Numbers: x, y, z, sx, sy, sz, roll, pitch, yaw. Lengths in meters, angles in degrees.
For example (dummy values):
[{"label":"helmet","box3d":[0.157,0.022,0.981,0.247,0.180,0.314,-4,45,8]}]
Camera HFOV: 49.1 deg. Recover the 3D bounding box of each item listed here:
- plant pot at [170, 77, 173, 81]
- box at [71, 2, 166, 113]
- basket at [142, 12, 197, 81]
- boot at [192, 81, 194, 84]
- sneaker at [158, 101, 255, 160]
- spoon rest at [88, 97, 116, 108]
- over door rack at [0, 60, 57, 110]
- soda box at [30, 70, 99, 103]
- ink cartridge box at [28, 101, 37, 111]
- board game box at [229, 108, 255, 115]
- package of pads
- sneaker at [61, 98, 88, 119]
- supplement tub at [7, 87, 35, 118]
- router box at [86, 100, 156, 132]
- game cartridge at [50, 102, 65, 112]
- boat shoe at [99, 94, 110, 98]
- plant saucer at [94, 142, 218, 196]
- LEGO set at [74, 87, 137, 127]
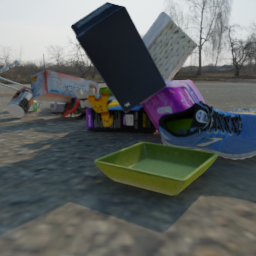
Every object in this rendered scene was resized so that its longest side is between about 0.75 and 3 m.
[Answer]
[{"label":"plant pot","box3d":[0.345,-2.455,11.913,2.709,2.709,1.825,-2,29,-11]},{"label":"box","box3d":[-0.227,-1.450,5.543,1.021,1.657,1.644,-32,30,3]},{"label":"basket","box3d":[0.746,-1.780,7.527,1.236,2.003,1.358,37,4,-1]},{"label":"boot","box3d":[2.148,-0.943,9.181,1.674,1.198,0.589,10,15,40]},{"label":"sneaker","box3d":[1.356,0.029,4.491,1.905,0.748,0.849,-3,-27,25]},{"label":"spoon rest","box3d":[-0.873,-0.767,9.421,1.198,0.595,0.363,-32,12,-36]},{"label":"over door rack","box3d":[-3.776,-1.593,9.450,2.684,0.894,1.983,31,-12,-32]},{"label":"soda box","box3d":[-1.968,-1.227,9.083,0.787,0.732,2.301,-11,-9,35]},{"label":"ink cartridge box","box3d":[-4.021,-0.853,10.964,0.842,0.354,0.613,-5,12,-24]},{"label":"board game box","box3d":[3.550,-0.286,8.009,1.279,0.327,1.888,5,12,29]},{"label":"package of pads","box3d":[1.202,-0.511,6.678,0.762,1.213,2.014,-37,-11,31]},{"label":"sneaker","box3d":[-1.706,-0.551,9.018,0.695,0.503,1.423,25,-19,-23]},{"label":"supplement tub","box3d":[-3.523,-0.884,9.330,0.622,0.622,1.015,2,44,11]},{"label":"router box","box3d":[-0.017,-0.396,7.879,1.745,0.597,2.339,2,11,8]},{"label":"game cartridge","box3d":[-2.293,-0.923,11.236,1.522,0.451,2.348,2,10,-13]},{"label":"boat shoe","box3d":[-0.760,-1.342,12.732,2.151,0.649,0.813,-7,14,-33]},{"label":"plant saucer","box3d":[0.412,0.534,3.805,1.271,0.304,1.269,8,13,33]},{"label":"LEGO set","box3d":[-0.332,-0.513,6.674,1.923,0.789,0.733,-4,29,10]}]
